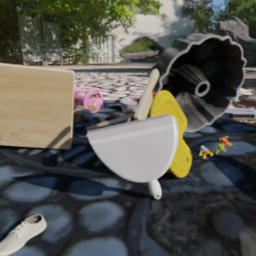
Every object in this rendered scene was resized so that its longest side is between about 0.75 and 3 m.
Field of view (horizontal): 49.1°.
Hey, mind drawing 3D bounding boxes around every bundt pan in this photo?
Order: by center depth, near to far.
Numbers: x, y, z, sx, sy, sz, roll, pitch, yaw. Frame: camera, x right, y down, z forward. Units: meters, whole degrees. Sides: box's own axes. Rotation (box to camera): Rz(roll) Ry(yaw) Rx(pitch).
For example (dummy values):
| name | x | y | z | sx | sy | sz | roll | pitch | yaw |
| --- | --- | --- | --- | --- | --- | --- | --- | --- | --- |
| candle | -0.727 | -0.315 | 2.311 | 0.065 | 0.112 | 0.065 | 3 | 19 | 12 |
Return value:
| name | x | y | z | sx | sy | sz | roll | pitch | yaw |
| --- | --- | --- | --- | --- | --- | --- | --- | --- | --- |
| bundt pan | 1.830 | -1.369 | 8.113 | 2.990 | 2.990 | 1.122 | -7 | 37 | -24 |

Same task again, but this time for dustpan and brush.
| name | x | y | z | sx | sy | sz | roll | pitch | yaw |
| --- | --- | --- | --- | --- | --- | --- | --- | --- | --- |
| dustpan and brush | 0.279 | 0.640 | 4.795 | 1.404 | 2.012 | 0.576 | -12 | 28 | 12 |

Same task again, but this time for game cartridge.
| name | x | y | z | sx | sy | sz | roll | pitch | yaw |
| --- | --- | --- | --- | --- | --- | --- | --- | --- | --- |
| game cartridge | 4.645 | -0.607 | 11.935 | 1.674 | 0.348 | 1.115 | 1 | 10 | 3 |

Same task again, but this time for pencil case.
| name | x | y | z | sx | sy | sz | roll | pitch | yaw |
| --- | --- | --- | --- | --- | --- | --- | --- | --- | --- |
| pencil case | -2.380 | -1.456 | 13.432 | 1.198 | 1.146 | 2.769 | 2 | 9 | -45 |

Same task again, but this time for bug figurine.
| name | x | y | z | sx | sy | sz | roll | pitch | yaw |
| --- | --- | --- | --- | --- | --- | --- | --- | --- | --- |
| bug figurine | 2.062 | 0.491 | 6.772 | 0.790 | 0.203 | 0.613 | -19 | -28 | 3 |

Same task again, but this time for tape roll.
| name | x | y | z | sx | sy | sz | roll | pitch | yaw |
| --- | --- | --- | --- | --- | --- | --- | --- | --- | --- |
| tape roll | 0.250 | -1.157 | 13.374 | 1.205 | 0.398 | 1.205 | -3 | 25 | 1 |

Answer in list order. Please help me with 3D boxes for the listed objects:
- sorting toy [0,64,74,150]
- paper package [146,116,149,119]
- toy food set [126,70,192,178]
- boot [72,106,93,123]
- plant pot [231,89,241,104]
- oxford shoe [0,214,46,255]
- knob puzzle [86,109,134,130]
| name | x | y | z | sx | sy | sz | roll | pitch | yaw |
| --- | --- | --- | --- | --- | --- | --- | --- | --- | --- |
| sorting toy | -2.692 | -0.643 | 7.888 | 2.287 | 2.273 | 0.796 | 5 | 24 | -7 |
| paper package | 0.685 | 0.020 | 9.245 | 1.124 | 0.582 | 1.071 | 15 | 21 | 40 |
| toy food set | 0.585 | 0.059 | 6.164 | 0.869 | 2.661 | 1.566 | -7 | 51 | 31 |
| boot | -2.026 | -0.596 | 11.199 | 1.302 | 0.457 | 0.952 | 21 | 25 | -22 |
| plant pot | 4.523 | -1.832 | 13.420 | 1.128 | 1.152 | 1.131 | -19 | 27 | 44 |
| oxford shoe | -1.638 | 1.605 | 4.266 | 0.341 | 0.262 | 0.908 | 13 | 22 | 29 |
| knob puzzle | -0.082 | -0.433 | 9.372 | 2.538 | 0.352 | 2.538 | -14 | 1 | 0 |
